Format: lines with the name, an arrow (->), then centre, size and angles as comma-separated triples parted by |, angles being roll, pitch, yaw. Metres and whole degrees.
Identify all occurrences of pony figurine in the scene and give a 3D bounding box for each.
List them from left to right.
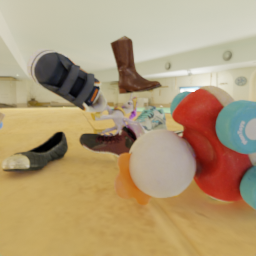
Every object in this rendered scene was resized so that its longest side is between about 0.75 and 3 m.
pony figurine -> -0.217, -0.107, 9.351 | 1.830, 1.766, 1.524 | -25, 16, -23

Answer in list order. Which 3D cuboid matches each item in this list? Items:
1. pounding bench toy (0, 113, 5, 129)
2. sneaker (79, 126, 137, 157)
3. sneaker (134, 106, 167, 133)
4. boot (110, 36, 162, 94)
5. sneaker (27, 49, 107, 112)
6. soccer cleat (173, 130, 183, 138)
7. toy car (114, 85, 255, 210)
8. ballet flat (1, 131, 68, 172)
pounding bench toy -> -4.766, 0.192, 7.901 | 1.304, 2.099, 1.637 | 9, -21, 49
sneaker -> -0.370, 0.220, 6.617 | 1.507, 0.870, 0.570 | 16, 43, -4
sneaker -> 0.724, -0.305, 11.983 | 1.127, 1.254, 2.904 | 4, 7, 31
boot -> 0.158, -1.606, 6.923 | 1.357, 1.456, 0.468 | -1, 10, 37
sneaker -> -1.468, -1.208, 7.718 | 1.104, 1.090, 2.780 | 28, -1, 26
soccer cleat -> 1.650, 0.445, 6.333 | 2.952, 1.013, 1.257 | -1, 10, 45
toy car -> 0.809, 0.575, 4.231 | 2.101, 1.858, 1.937 | -28, 17, -6
ballet flat -> -2.136, 0.552, 6.551 | 0.821, 0.702, 2.470 | 1, 6, 10
